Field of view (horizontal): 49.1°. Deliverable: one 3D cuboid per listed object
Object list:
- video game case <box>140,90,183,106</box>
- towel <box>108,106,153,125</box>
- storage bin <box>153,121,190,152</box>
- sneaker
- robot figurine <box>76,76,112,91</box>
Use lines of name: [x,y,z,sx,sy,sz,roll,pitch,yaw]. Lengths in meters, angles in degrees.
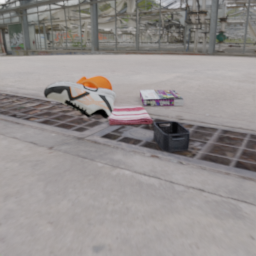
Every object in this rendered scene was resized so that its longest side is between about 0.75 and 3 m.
video game case: [1.776,-1.680,15.517,2.104,0.416,2.322,-1,19,-3]
towel: [-0.020,-0.642,12.702,1.834,0.290,2.547,-2,19,-7]
storage bin: [1.447,0.268,9.517,0.890,0.617,1.316,-4,20,-12]
sneaker: [-1.511,-0.859,8.958,2.321,0.928,0.856,7,-16,-16]
robot figurine: [-1.750,-1.961,14.729,1.819,1.475,2.530,1,18,20]
